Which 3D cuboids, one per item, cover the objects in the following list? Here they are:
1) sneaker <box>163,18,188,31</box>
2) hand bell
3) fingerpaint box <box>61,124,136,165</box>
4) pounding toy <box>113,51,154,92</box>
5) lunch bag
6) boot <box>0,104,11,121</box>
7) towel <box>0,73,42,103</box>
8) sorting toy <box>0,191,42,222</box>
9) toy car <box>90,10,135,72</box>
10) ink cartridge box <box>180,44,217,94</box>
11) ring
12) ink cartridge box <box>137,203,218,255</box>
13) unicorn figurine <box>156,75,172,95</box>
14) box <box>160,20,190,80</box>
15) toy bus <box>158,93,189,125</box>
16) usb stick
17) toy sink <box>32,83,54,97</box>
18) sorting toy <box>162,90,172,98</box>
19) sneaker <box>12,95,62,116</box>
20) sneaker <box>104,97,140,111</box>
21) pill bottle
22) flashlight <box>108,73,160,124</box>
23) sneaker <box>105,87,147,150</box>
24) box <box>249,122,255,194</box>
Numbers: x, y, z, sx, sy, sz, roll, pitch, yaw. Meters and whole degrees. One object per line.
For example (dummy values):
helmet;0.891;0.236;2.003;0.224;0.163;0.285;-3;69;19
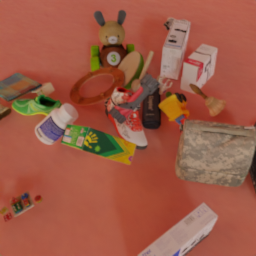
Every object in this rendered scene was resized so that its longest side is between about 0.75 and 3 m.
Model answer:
sneaker;2.821;-6.074;16.795;1.670;0.627;0.965;27;56;37
hand bell;3.069;-1.261;11.244;1.582;0.824;0.824;37;47;-15
fingerpaint box;-0.999;0.490;9.000;1.682;2.016;0.740;21;82;-29
pounding toy;0.455;-2.314;12.536;2.507;1.163;1.935;21;85;60
lunch bag;2.794;0.673;9.049;2.395;2.009;1.669;8;51;10
boot;-5.561;-0.630;11.556;0.888;0.414;1.148;28;46;23
towel;-5.100;-1.853;12.492;1.683;0.249;2.295;-37;42;-30
sorting toy;-3.294;2.273;8.474;1.294;0.219;0.624;-30;48;-14
toy car;-0.757;-4.258;13.456;2.245;2.733;2.156;-4;45;-3
ink cartridge box;3.263;-2.726;12.856;0.824;1.435;1.976;25;51;28
ring;-1.423;-1.937;12.377;2.617;0.251;2.617;-14;42;13
ink cartridge box;1.228;3.104;7.387;2.502;1.176;0.553;-28;52;-25
unicorn figurine;1.492;-1.837;12.113;0.779;0.419;1.134;-45;31;3
box;2.356;-3.930;13.881;0.871;1.689;2.896;12;46;11
toy bus;2.022;-0.663;11.224;1.341;0.910;1.287;-7;64;-59
usb stick;0.986;-0.964;11.742;0.770;0.453;2.777;4;42;3
toy sink;-3.747;-1.608;12.359;0.518;0.445;0.794;-1;34;39
sorting toy;1.913;-1.447;12.459;0.899;0.312;0.310;39;33;22
sneaker;-3.691;-1.010;11.543;2.262;0.945;0.838;6;46;8
sneaker;-0.226;-1.070;11.896;1.562;0.605;0.622;10;37;9
pill bottle;-2.553;-0.160;10.122;1.520;0.910;0.910;-38;42;22
flashlight;0.180;-1.073;10.066;2.033;0.688;0.691;-49;42;3
sneaker;0.048;-0.469;10.575;0.870;1.396;2.605;-3;41;-38
box;4.502;0.923;9.051;0.589;1.819;2.307;4;45;0
